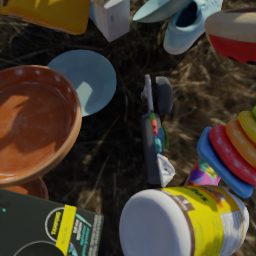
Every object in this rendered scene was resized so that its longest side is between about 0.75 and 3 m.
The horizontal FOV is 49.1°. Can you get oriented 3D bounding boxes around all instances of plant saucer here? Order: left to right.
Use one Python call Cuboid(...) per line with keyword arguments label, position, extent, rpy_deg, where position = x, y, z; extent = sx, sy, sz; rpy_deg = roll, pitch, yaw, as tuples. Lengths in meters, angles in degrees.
Cuboid(label="plant saucer", position=(-1.998, -0.092, 5.014), extent=(2.401, 0.387, 2.401), rpy_deg=(-3, 60, 6))
Cuboid(label="plant saucer", position=(-2.748, 1.796, 6.917), extent=(1.544, 0.249, 1.544), rpy_deg=(0, 70, 0))
Cuboid(label="plant saucer", position=(-1.378, -1.220, 7.959), extent=(2.130, 0.410, 2.130), rpy_deg=(0, 70, 1))
Cuboid(label="plant saucer", position=(1.326, -3.788, 8.187), extent=(2.607, 2.607, 0.502), rpy_deg=(-46, 114, -15))

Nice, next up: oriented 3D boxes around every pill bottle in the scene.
Cuboid(label="pill bottle", position=(1.069, 1.597, 4.631), extent=(2.309, 1.261, 1.261), rpy_deg=(7, 62, -43))

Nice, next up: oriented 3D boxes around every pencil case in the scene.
Cuboid(label="pencil case", position=(1.711, 1.489, 6.730), extent=(0.800, 0.800, 1.810), rpy_deg=(28, 75, 10))

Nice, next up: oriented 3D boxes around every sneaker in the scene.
Cuboid(label="sneaker", position=(2.110, -3.509, 8.409), extent=(1.053, 1.167, 2.849), rpy_deg=(30, 73, 10))

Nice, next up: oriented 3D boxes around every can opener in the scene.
Cuboid(label="can opener", position=(0.833, -0.063, 7.327), extent=(0.984, 0.785, 2.942), rpy_deg=(-5, 71, -1))

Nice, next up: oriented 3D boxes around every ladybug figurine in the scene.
Cuboid(label="ladybug figurine", position=(2.396, -1.635, 4.978), extent=(1.657, 0.878, 2.442), rpy_deg=(-15, 27, -20))

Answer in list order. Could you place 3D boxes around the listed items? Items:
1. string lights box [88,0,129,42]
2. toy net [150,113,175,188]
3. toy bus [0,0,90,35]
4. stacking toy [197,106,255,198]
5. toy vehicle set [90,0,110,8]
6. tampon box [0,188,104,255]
Cuboid(label="string lights box", position=(-1.050, -4.117, 8.510), extent=(0.801, 1.397, 2.718), rpy_deg=(-32, 73, -11))
Cuboid(label="toy net", position=(0.561, 0.333, 4.457), extent=(0.260, 0.706, 1.346), rpy_deg=(-7, 36, 2))
Cuboid(label="toy bus", position=(-1.745, -2.663, 6.020), extent=(1.097, 2.803, 0.912), rpy_deg=(18, 104, 22))
Cuboid(label="stacking toy", position=(2.512, -0.021, 4.877), extent=(1.327, 1.403, 2.417), rpy_deg=(44, 118, 2))
Cuboid(label="toy vehicle set", position=(-0.147, -4.004, 5.753), extent=(0.342, 2.580, 1.603), rpy_deg=(34, 65, 8))
Cuboid(label="tampon box", position=(-1.690, 1.925, 4.118), extent=(2.144, 1.354, 1.607), rpy_deg=(20, 55, -18))
